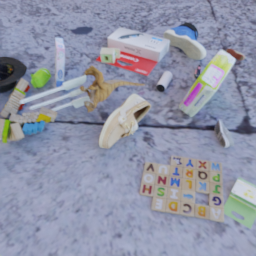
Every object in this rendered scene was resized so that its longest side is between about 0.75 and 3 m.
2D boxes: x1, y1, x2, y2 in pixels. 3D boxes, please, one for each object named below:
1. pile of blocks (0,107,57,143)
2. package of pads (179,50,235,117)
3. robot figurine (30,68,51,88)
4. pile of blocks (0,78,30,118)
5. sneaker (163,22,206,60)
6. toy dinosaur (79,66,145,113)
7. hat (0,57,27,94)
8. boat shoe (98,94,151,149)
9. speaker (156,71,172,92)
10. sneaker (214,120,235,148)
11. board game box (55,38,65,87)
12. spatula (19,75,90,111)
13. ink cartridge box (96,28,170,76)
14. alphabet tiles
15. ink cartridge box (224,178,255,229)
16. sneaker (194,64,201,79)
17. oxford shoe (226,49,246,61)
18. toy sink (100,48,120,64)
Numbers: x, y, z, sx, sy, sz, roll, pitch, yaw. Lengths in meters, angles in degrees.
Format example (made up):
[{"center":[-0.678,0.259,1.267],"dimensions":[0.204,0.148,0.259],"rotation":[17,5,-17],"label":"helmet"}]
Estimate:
[{"center":[-3.599,0.036,9.478],"dimensions":[2.484,0.772,1.020],"rotation":[-14,67,-29],"label":"pile of blocks"},{"center":[2.899,-1.664,10.255],"dimensions":[0.759,1.720,2.227],"rotation":[36,55,5],"label":"package of pads"},{"center":[-3.614,-2.084,11.628],"dimensions":[0.866,0.571,0.987],"rotation":[-2,44,31],"label":"robot figurine"},{"center":[-4.276,-1.056,10.787],"dimensions":[0.585,0.772,1.882],"rotation":[34,52,-28],"label":"pile of blocks"},{"center":[3.032,-4.234,13.346],"dimensions":[1.440,0.993,2.588],"rotation":[-34,48,-17],"label":"sneaker"},{"center":[-0.835,-1.412,9.712],"dimensions":[1.573,0.895,2.962],"rotation":[54,45,-6],"label":"toy dinosaur"},{"center":[-5.194,-1.961,11.316],"dimensions":[2.254,0.909,2.254],"rotation":[4,44,-4],"label":"hat"},{"center":[-0.045,-0.209,9.616],"dimensions":[0.883,0.941,2.552],"rotation":[25,56,19],"label":"boat shoe"},{"center":[1.503,-1.912,11.588],"dimensions":[0.405,0.405,0.997],"rotation":[18,50,16],"label":"speaker"},{"center":[3.323,0.223,9.668],"dimensions":[0.454,0.413,1.106],"rotation":[3,54,-14],"label":"sneaker"},{"center":[-2.693,-2.584,10.985],"dimensions":[0.330,1.513,1.521],"rotation":[-1,32,-16],"label":"board game box"},{"center":[-2.445,-0.984,9.937],"dimensions":[2.361,1.641,0.190],"rotation":[-22,69,-6],"label":"spatula"},{"center":[0.227,-3.639,13.068],"dimensions":[2.738,0.612,2.412],"rotation":[21,50,18],"label":"ink cartridge box"},{"center":[1.621,1.683,8.429],"dimensions":[2.417,0.091,2.020],"rotation":[8,47,8],"label":"alphabet tiles"},{"center":[3.304,2.092,7.936],"dimensions":[0.889,0.293,1.222],"rotation":[28,51,23],"label":"ink cartridge box"},{"center":[3.035,-2.445,12.133],"dimensions":[0.283,0.331,0.806],"rotation":[8,47,7],"label":"sneaker"},{"center":[5.034,-3.423,13.110],"dimensions":[0.360,0.345,0.976],"rotation":[-16,49,-42],"label":"oxford shoe"},{"center":[-0.808,-3.242,12.624],"dimensions":[0.818,0.533,0.458],"rotation":[4,53,6],"label":"toy sink"}]
